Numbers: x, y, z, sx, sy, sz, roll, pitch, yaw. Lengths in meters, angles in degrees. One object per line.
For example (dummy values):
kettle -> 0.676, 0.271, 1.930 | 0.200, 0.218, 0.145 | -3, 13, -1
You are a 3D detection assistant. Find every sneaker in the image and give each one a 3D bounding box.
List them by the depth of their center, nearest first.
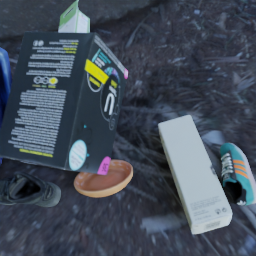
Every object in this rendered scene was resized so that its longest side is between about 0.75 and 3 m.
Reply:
sneaker -> -2.115, 1.121, 5.222 | 1.523, 0.873, 0.582 | 2, 64, 21
sneaker -> 2.286, 0.965, 6.086 | 0.572, 0.511, 1.431 | -2, 58, -23

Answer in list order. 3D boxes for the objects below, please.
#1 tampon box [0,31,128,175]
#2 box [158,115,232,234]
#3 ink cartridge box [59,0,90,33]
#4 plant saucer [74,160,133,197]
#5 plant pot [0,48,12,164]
tampon box -> -1.182, -0.395, 5.643 | 1.527, 1.812, 2.418 | 8, 81, 20
box -> 1.287, 0.898, 5.695 | 0.755, 0.907, 2.207 | -16, 58, 3
ink cartridge box -> -1.608, -2.820, 8.219 | 0.889, 0.508, 1.712 | -27, 52, 36
plant saucer -> -0.500, 1.080, 5.925 | 1.264, 0.237, 1.264 | -11, 19, 4
plant pot -> -3.822, -0.302, 5.384 | 2.917, 2.917, 2.622 | 16, 44, 2
